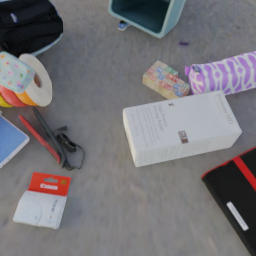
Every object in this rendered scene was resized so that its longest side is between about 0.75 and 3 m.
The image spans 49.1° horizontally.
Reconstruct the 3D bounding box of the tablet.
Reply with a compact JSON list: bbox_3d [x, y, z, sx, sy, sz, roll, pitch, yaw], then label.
[{"bbox_3d":[-3.798,0.261,7.897,1.871,0.128,1.217,32,66,24],"label":"tablet"}]

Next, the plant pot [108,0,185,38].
[{"bbox_3d":[1.036,-4.829,9.622,2.265,2.259,2.307,31,43,16],"label":"plant pot"}]

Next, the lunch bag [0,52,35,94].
[{"bbox_3d":[-2.545,-1.184,6.092,0.872,0.336,0.699,30,89,7],"label":"lunch bag"}]

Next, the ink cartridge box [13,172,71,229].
[{"bbox_3d":[-2.124,1.771,7.051,1.063,0.314,1.328,8,63,4],"label":"ink cartridge box"}]

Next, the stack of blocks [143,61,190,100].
[{"bbox_3d":[1.234,-1.431,8.757,1.368,0.401,0.788,36,67,18],"label":"stack of blocks"}]

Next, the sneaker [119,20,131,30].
[{"bbox_3d":[-0.039,-3.892,10.137,0.318,0.361,0.809,31,65,16],"label":"sneaker"}]

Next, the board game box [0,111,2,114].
[{"bbox_3d":[-4.623,0.170,7.753,1.348,0.343,2.005,9,58,14],"label":"board game box"}]

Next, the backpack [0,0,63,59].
[{"bbox_3d":[-3.228,-3.151,8.766,2.401,1.846,1.958,-35,111,-23],"label":"backpack"}]

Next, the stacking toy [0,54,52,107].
[{"bbox_3d":[-3.482,-1.128,8.270,2.127,1.554,1.554,-17,61,12],"label":"stacking toy"}]

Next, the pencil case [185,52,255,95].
[{"bbox_3d":[3.139,-1.641,8.485,2.756,1.157,1.178,-12,49,-9],"label":"pencil case"}]

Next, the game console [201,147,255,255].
[{"bbox_3d":[3.470,1.804,7.047,2.290,0.402,2.589,-26,64,-8],"label":"game console"}]

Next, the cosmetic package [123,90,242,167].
[{"bbox_3d":[1.387,0.009,7.618,2.810,1.040,1.428,-13,62,-6],"label":"cosmetic package"}]

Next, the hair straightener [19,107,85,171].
[{"bbox_3d":[-1.984,0.234,7.791,0.925,0.492,2.403,-39,68,-19],"label":"hair straightener"}]
